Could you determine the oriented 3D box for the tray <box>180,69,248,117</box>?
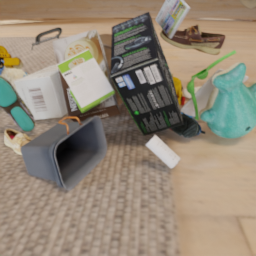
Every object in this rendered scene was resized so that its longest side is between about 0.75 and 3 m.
[{"bbox_3d":[2.660,-1.094,9.086,1.207,2.249,0.249,9,55,-23],"label":"tray"}]

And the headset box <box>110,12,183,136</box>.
[{"bbox_3d":[0.513,-1.610,8.104,1.259,2.362,2.713,-17,45,15],"label":"headset box"}]

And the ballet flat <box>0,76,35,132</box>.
[{"bbox_3d":[-3.550,-0.752,8.605,0.706,1.962,0.706,-20,28,11],"label":"ballet flat"}]

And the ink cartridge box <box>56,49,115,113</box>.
[{"bbox_3d":[-1.151,-1.261,7.588,1.018,1.378,0.522,-31,3,-13],"label":"ink cartridge box"}]

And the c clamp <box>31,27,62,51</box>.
[{"bbox_3d":[-3.052,-3.378,10.560,1.269,0.172,1.084,-21,46,1],"label":"c clamp"}]

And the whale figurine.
[{"bbox_3d":[3.055,-0.652,8.069,2.012,2.530,1.313,-28,52,-2],"label":"whale figurine"}]

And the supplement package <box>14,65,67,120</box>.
[{"bbox_3d":[-2.704,-1.458,10.469,1.485,1.480,2.531,-5,22,19],"label":"supplement package"}]

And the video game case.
[{"bbox_3d":[1.261,-3.287,8.111,0.112,1.012,0.922,-5,54,-36],"label":"video game case"}]

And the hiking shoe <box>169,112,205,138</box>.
[{"bbox_3d":[1.390,-0.286,9.192,2.213,0.823,0.959,37,13,31],"label":"hiking shoe"}]

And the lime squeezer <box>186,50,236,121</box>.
[{"bbox_3d":[2.281,-1.370,8.462,0.832,2.356,0.444,32,28,16],"label":"lime squeezer"}]

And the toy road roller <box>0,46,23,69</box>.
[{"bbox_3d":[-4.090,-2.379,9.438,0.982,0.717,0.604,-1,2,-15],"label":"toy road roller"}]

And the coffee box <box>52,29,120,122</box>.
[{"bbox_3d":[-1.291,-1.546,8.725,1.462,2.556,1.019,-15,-14,3],"label":"coffee box"}]

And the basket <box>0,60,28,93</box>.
[{"bbox_3d":[-5.222,-1.817,10.979,2.457,1.709,2.166,24,18,-22],"label":"basket"}]

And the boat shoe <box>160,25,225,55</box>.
[{"bbox_3d":[2.040,-2.888,8.752,2.069,0.744,0.746,13,41,-7],"label":"boat shoe"}]

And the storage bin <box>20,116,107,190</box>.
[{"bbox_3d":[-1.708,0.469,7.272,1.370,1.485,2.040,2,25,26],"label":"storage bin"}]

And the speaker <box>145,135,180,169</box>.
[{"bbox_3d":[0.878,0.597,7.124,0.912,0.370,0.370,43,34,0],"label":"speaker"}]

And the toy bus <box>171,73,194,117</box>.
[{"bbox_3d":[1.407,-1.407,10.736,2.502,1.370,2.651,-8,26,-18],"label":"toy bus"}]

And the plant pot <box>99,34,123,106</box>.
[{"bbox_3d":[-0.853,-1.710,10.315,2.613,2.613,2.279,16,62,29],"label":"plant pot"}]

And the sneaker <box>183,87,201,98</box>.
[{"bbox_3d":[2.754,-1.537,12.126,1.287,0.484,0.570,-12,10,-33],"label":"sneaker"}]

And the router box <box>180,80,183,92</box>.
[{"bbox_3d":[1.932,-1.932,12.771,0.986,0.327,1.254,8,25,3],"label":"router box"}]

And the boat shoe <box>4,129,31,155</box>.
[{"bbox_3d":[-3.181,0.394,8.231,1.455,0.503,0.536,17,31,30],"label":"boat shoe"}]
